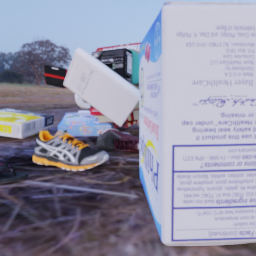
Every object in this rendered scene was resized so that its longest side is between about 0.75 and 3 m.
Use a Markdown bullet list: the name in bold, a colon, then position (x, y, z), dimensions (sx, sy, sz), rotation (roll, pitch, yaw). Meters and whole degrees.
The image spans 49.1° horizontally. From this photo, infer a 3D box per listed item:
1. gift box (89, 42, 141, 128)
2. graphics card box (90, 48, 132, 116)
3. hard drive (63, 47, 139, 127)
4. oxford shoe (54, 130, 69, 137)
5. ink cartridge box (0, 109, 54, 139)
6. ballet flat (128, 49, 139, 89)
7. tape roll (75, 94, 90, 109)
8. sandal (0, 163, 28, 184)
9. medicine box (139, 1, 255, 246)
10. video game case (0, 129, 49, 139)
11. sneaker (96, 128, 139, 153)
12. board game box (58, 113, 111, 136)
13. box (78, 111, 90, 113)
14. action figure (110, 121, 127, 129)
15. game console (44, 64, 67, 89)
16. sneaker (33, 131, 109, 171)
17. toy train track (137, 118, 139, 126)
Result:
- **gift box**: position (-0.268, -1.806, 11.743), dimensions (2.992, 2.794, 2.761), rotation (-3, 33, 13)
- **graphics card box**: position (-0.570, -1.467, 9.234), dimensions (1.343, 2.141, 0.545), rotation (0, 0, 28)
- **hard drive**: position (-0.694, -1.004, 7.263), dimensions (1.951, 1.287, 0.256), rotation (36, 46, 0)
- **oxford shoe**: position (-2.428, 0.323, 9.582), dimensions (0.435, 0.454, 1.230), rotation (2, 7, 15)
- **ink cartridge box**: position (-4.779, -0.287, 10.728), dimensions (2.967, 0.697, 2.932), rotation (9, 10, 4)
- **ballet flat**: position (0.726, -1.560, 9.167), dimensions (0.911, 0.986, 2.923), rotation (13, 33, -49)
- **tape roll**: position (-4.699, -3.245, 30.154), dimensions (0.445, 2.438, 2.438), rotation (-8, 1, 38)
- **sandal**: position (-2.723, 0.886, 5.510), dimensions (1.444, 0.346, 0.543), rotation (0, 7, -1)
- **medicine box**: position (0.946, -0.121, 4.152), dimensions (1.372, 2.666, 2.429), rotation (0, 7, -3)
- **video game case**: position (-4.790, 0.149, 11.706), dimensions (2.190, 0.279, 1.979), rotation (2, 8, 20)
- **sneaker**: position (-0.034, 0.410, 7.773), dimensions (0.999, 0.654, 1.729), rotation (12, 7, 31)
- **board game box**: position (-1.877, -0.197, 12.545), dimensions (2.132, 0.516, 2.819), rotation (0, 12, -6)
- **box**: position (-2.148, -0.541, 15.292), dimensions (1.142, 0.746, 1.136), rotation (-1, 7, -6)
- **action figure**: position (-0.009, -0.579, 13.737), dimensions (1.825, 1.642, 2.452), rotation (25, 43, 11)
- **game console**: position (-2.487, -1.762, 9.638), dimensions (0.855, 0.756, 0.133), rotation (13, 31, 10)
- **sneaker**: position (-1.432, 0.526, 6.682), dimensions (2.039, 0.788, 0.798), rotation (4, 6, 20)
- **toy train track**: position (0.874, -1.273, 9.684), dimensions (0.425, 2.614, 1.499), rotation (28, -11, -9)
